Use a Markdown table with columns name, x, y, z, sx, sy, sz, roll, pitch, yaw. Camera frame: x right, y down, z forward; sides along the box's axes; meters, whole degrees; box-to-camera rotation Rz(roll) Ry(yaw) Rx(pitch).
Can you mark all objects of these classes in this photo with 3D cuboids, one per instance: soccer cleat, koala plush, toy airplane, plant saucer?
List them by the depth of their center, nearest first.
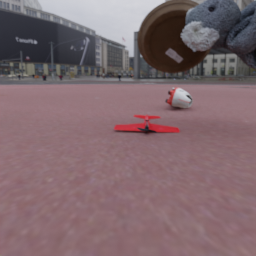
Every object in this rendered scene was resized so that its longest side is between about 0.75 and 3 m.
| name | x | y | z | sx | sy | sz | roll | pitch | yaw |
| --- | --- | --- | --- | --- | --- | --- | --- | --- | --- |
| koala plush | 2.549 | -2.542 | 7.046 | 2.376 | 2.183 | 2.107 | 4 | 43 | 10 |
| toy airplane | 0.541 | -0.120 | 7.787 | 1.791 | 0.329 | 1.791 | 2 | 11 | 0 |
| plant saucer | 1.489 | -2.688 | 8.672 | 2.412 | 2.412 | 0.355 | 0 | 43 | 1 |
| soccer cleat | 2.438 | -1.333 | 13.022 | 1.133 | 0.913 | 2.659 | 20 | 12 | 11 |
